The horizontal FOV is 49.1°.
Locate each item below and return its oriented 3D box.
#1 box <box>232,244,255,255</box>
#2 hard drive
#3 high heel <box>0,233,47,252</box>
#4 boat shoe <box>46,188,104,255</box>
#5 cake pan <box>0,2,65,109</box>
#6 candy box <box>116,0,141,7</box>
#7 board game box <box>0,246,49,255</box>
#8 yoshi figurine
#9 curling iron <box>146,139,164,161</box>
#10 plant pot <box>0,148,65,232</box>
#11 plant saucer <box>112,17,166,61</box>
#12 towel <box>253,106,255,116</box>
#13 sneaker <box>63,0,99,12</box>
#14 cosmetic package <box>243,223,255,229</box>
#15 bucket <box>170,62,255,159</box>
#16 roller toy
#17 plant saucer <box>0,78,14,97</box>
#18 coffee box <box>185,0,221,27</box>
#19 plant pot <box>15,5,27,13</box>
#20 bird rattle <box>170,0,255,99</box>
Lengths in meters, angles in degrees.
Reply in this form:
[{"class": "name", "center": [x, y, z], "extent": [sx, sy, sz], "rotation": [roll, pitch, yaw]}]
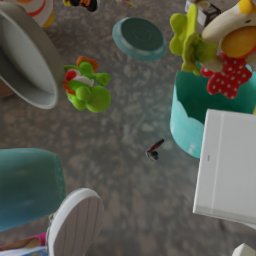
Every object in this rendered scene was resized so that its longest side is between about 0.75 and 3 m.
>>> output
[{"class": "box", "center": [2.915, 3.155, 6.009], "extent": [1.335, 0.634, 0.519], "rotation": [31, 60, 18]}, {"class": "hard drive", "center": [2.029, 0.580, 3.562], "extent": [2.166, 0.285, 1.429], "rotation": [8, 70, 13]}, {"class": "high heel", "center": [-2.369, 2.682, 6.254], "extent": [1.553, 0.745, 0.523], "rotation": [-15, 57, -10]}, {"class": "boat shoe", "center": [-0.730, 1.210, 3.230], "extent": [0.563, 1.563, 0.554], "rotation": [-2, 36, -35]}, {"class": "cake pan", "center": [-2.187, -1.443, 5.701], "extent": [2.380, 2.380, 0.437], "rotation": [30, 57, 19]}, {"class": "candy box", "center": [0.254, -4.403, 8.140], "extent": [0.936, 0.453, 1.604], "rotation": [38, 98, 39]}, {"class": "board game box", "center": [-1.912, 2.096, 4.369], "extent": [1.388, 1.050, 0.254], "rotation": [-18, 73, 29]}, {"class": "yoshi figurine", "center": [-0.818, -0.824, 5.873], "extent": [0.973, 0.976, 1.737], "rotation": [-12, 33, -4]}, {"class": "curling iron", "center": [0.474, 0.337, 4.664], "extent": [0.206, 0.106, 0.833], "rotation": [50, 25, 0]}, {"class": "plant pot", "center": [-1.830, 1.030, 5.191], "extent": [1.175, 1.465, 1.465], "rotation": [-11, 56, -6]}, {"class": "plant saucer", "center": [0.408, -2.829, 8.663], "extent": [1.779, 0.244, 1.779], "rotation": [8, 60, -15]}, {"class": "towel", "center": [3.100, -0.958, 5.929], "extent": [0.252, 1.202, 2.792], "rotation": [23, 59, 12]}, {"class": "sneaker", "center": [-1.468, -3.685, 7.742], "extent": [0.726, 2.075, 0.934], "rotation": [25, 86, 13]}, {"class": "cosmetic package", "center": [3.166, 1.761, 6.838], "extent": [2.351, 0.871, 1.195], "rotation": [24, 59, 13]}, {"class": "bucket", "center": [2.441, -0.488, 7.833], "extent": [2.695, 1.754, 2.695], "rotation": [0, 56, 0]}, {"class": "roller toy", "center": [-4.185, -4.521, 10.034], "extent": [2.775, 1.939, 2.531], "rotation": [-45, 110, -31]}, {"class": "plant saucer", "center": [-4.176, -1.473, 9.391], "extent": [1.212, 0.222, 1.212], "rotation": [1, 61, -1]}, {"class": "coffee box", "center": [3.071, -4.844, 11.569], "extent": [0.741, 0.523, 1.311], "rotation": [-26, 59, -17]}, {"class": "plant pot", "center": [-3.401, -3.295, 8.151], "extent": [0.821, 0.379, 0.821], "rotation": [-3, 74, 11]}, {"class": "bird rattle", "center": [2.135, -1.588, 5.895], "extent": [2.509, 2.046, 1.414], "rotation": [23, 50, -33]}]
